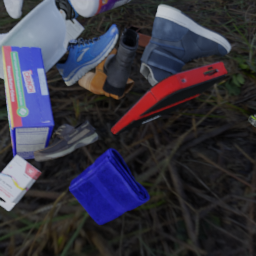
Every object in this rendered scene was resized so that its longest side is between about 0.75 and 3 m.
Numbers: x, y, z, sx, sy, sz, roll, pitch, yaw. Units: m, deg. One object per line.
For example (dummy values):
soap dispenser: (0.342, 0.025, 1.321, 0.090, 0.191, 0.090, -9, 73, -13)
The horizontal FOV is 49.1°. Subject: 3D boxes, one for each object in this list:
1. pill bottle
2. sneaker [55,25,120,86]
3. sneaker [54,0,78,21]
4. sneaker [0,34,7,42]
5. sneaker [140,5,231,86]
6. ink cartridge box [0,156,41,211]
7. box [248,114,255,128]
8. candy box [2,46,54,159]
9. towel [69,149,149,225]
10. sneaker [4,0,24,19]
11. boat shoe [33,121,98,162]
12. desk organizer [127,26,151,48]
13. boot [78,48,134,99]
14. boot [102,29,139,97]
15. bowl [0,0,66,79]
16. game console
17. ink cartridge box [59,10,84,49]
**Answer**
pill bottle: (-0.658, -4.794, 9.468, 1.403, 1.403, 2.518, 35, 54, 28)
sneaker: (-1.265, -2.324, 8.444, 2.420, 1.079, 0.950, -34, 18, 19)
sneaker: (-2.501, -4.705, 10.193, 0.700, 1.689, 0.599, -34, 28, -2)
sneaker: (-6.030, -4.570, 14.062, 1.076, 0.703, 1.872, 12, 51, 7)
sneaker: (1.589, -1.936, 7.983, 2.831, 2.046, 1.076, 10, 16, -35)
ink cartridge box: (-2.256, 1.090, 5.499, 0.553, 0.320, 0.949, 35, 75, 5)
box: (5.337, -0.138, 10.151, 1.300, 0.320, 1.347, -24, 52, -18)
candy box: (-2.403, -0.463, 6.655, 0.873, 2.265, 1.915, -5, 69, -24)
towel: (-0.381, 1.017, 4.498, 0.963, 1.304, 0.323, 53, 40, 5)
sneaker: (-3.509, -4.633, 9.312, 0.706, 1.871, 1.065, 18, 28, 19)
boat shoe: (-1.424, 0.257, 6.269, 0.644, 0.634, 1.729, -20, 3, 36)
desk organizer: (0.713, -4.549, 14.089, 1.677, 0.646, 0.601, 23, 51, 21)
boot: (-0.595, -2.270, 11.771, 1.985, 0.945, 2.566, 23, 63, 22)
boot: (-0.140, -2.341, 9.062, 0.962, 1.815, 2.757, 13, 31, -15)
bowl: (-2.591, -2.166, 7.742, 2.730, 1.227, 2.730, -37, 24, 20)
game console: (0.921, -0.658, 6.201, 2.326, 2.057, 0.361, -21, 81, -40)
ink cartridge box: (-2.663, -4.129, 11.675, 1.207, 1.185, 0.261, -46, 21, 3)
